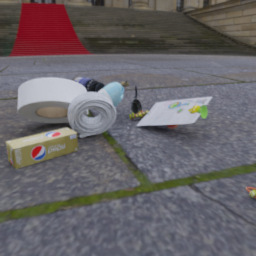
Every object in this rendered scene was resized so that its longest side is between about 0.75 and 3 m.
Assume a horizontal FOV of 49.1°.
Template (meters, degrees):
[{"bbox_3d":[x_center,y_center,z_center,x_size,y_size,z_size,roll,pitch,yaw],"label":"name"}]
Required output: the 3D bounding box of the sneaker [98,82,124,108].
[{"bbox_3d":[-0.670,-1.378,12.797,1.168,1.054,2.851,-35,3,-6],"label":"sneaker"}]

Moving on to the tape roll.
[{"bbox_3d":[-2.939,-0.999,11.093,2.688,0.940,2.688,-5,-16,-1],"label":"tape roll"}]

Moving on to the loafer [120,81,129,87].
[{"bbox_3d":[-0.400,-3.180,20.285,1.076,0.363,0.409,-17,25,-40],"label":"loafer"}]

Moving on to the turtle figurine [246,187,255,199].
[{"bbox_3d":[3.548,1.568,6.407,1.447,0.466,1.167,4,19,11],"label":"turtle figurine"}]

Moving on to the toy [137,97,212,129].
[{"bbox_3d":[1.872,-0.448,11.175,2.831,0.668,1.630,-6,34,49],"label":"toy"}]

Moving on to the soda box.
[{"bbox_3d":[-2.692,0.594,8.910,2.104,0.674,0.713,-14,24,-37],"label":"soda box"}]

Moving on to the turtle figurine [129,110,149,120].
[{"bbox_3d":[0.534,-0.574,12.702,0.935,0.373,1.159,-12,5,-25],"label":"turtle figurine"}]

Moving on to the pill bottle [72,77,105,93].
[{"bbox_3d":[-2.409,-2.383,16.784,2.050,1.146,1.146,14,23,36],"label":"pill bottle"}]

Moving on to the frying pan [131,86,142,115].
[{"bbox_3d":[0.302,-1.201,13.129,0.226,1.391,0.841,-9,16,35],"label":"frying pan"}]

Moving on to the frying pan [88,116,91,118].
[{"bbox_3d":[-1.843,-0.195,11.759,0.662,0.178,1.095,-26,14,1],"label":"frying pan"}]

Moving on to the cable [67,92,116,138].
[{"bbox_3d":[-1.315,-0.482,10.187,1.741,1.740,0.603,-6,41,-8],"label":"cable"}]
